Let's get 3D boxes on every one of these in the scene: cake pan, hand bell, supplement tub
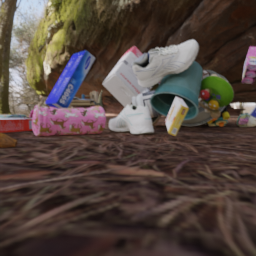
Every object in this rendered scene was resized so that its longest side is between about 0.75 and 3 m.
[{"bbox_3d":[2.953,-1.400,12.219,2.852,2.852,0.523,3,-29,42],"label":"cake pan"},{"bbox_3d":[-2.829,0.122,5.039,1.602,0.834,0.834,12,2,-5],"label":"hand bell"},{"bbox_3d":[0.920,-0.887,10.589,1.410,0.989,0.989,-11,2,8],"label":"supplement tub"}]

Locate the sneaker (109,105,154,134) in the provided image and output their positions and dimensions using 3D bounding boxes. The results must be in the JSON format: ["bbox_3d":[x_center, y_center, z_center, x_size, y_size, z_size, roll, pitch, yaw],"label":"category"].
[{"bbox_3d":[0.078,-0.282,8.901,0.786,0.896,2.235,-4,3,-32],"label":"sneaker"}]

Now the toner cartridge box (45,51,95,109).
[{"bbox_3d":[-2.052,-1.667,9.903,0.467,2.163,1.028,36,-17,-35],"label":"toner cartridge box"}]

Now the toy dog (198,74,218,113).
[{"bbox_3d":[2.843,-1.369,10.349,0.701,1.455,0.960,24,8,-33],"label":"toy dog"}]

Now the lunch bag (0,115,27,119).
[{"bbox_3d":[-4.872,-0.257,11.350,1.127,0.542,1.405,-1,3,15],"label":"lunch bag"}]

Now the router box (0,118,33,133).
[{"bbox_3d":[-4.415,-0.099,9.453,1.758,0.429,1.578,2,4,30],"label":"router box"}]

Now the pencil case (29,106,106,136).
[{"bbox_3d":[-1.694,-0.220,8.004,2.063,0.854,0.892,-3,3,-31],"label":"pencil case"}]

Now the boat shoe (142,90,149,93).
[{"bbox_3d":[0.724,-1.363,11.256,0.259,0.285,0.775,-17,-14,9],"label":"boat shoe"}]

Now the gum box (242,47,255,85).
[{"bbox_3d":[4.237,-2.103,9.628,0.413,0.709,1.250,10,-19,16],"label":"gum box"}]

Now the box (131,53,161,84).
[{"bbox_3d":[1.045,-2.340,11.370,1.589,0.327,1.239,28,-13,-17],"label":"box"}]

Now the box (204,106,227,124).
[{"bbox_3d":[4.179,-0.932,13.872,1.243,1.485,1.999,0,-1,15],"label":"box"}]

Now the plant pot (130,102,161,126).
[{"bbox_3d":[0.866,-0.615,12.352,1.414,1.414,1.227,1,-12,17],"label":"plant pot"}]

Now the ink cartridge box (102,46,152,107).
[{"bbox_3d":[0.179,-2.389,13.461,1.080,1.912,2.610,-28,24,44],"label":"ink cartridge box"}]

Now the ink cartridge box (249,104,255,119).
[{"bbox_3d":[4.358,-1.047,8.702,0.303,1.376,1.401,36,31,18],"label":"ink cartridge box"}]

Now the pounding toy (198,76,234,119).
[{"bbox_3d":[2.738,-0.929,9.385,1.199,1.553,0.721,35,58,16],"label":"pounding toy"}]

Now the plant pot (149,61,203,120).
[{"bbox_3d":[1.689,-1.321,9.170,1.595,1.562,1.595,18,-22,7],"label":"plant pot"}]

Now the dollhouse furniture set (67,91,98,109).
[{"bbox_3d":[-3.329,-1.329,17.684,1.971,1.960,2.797,-2,4,-31],"label":"dollhouse furniture set"}]

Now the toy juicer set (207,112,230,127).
[{"bbox_3d":[4.004,-0.216,12.579,0.902,0.386,1.418,-9,-23,6],"label":"toy juicer set"}]

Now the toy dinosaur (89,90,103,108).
[{"bbox_3d":[-1.006,-0.711,9.088,0.451,1.024,0.243,-5,-16,2],"label":"toy dinosaur"}]

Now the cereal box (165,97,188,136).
[{"bbox_3d":[1.135,-0.297,6.696,0.198,0.720,1.001,20,17,-5],"label":"cereal box"}]

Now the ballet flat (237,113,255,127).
[{"bbox_3d":[5.363,-0.306,12.401,0.683,0.664,1.920,24,15,29],"label":"ballet flat"}]

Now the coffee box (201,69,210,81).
[{"bbox_3d":[3.029,-1.792,10.997,0.344,0.862,0.487,-26,34,-3],"label":"coffee box"}]

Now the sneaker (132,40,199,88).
[{"bbox_3d":[1.090,-2.001,8.306,2.102,0.783,0.915,-30,-46,12],"label":"sneaker"}]
